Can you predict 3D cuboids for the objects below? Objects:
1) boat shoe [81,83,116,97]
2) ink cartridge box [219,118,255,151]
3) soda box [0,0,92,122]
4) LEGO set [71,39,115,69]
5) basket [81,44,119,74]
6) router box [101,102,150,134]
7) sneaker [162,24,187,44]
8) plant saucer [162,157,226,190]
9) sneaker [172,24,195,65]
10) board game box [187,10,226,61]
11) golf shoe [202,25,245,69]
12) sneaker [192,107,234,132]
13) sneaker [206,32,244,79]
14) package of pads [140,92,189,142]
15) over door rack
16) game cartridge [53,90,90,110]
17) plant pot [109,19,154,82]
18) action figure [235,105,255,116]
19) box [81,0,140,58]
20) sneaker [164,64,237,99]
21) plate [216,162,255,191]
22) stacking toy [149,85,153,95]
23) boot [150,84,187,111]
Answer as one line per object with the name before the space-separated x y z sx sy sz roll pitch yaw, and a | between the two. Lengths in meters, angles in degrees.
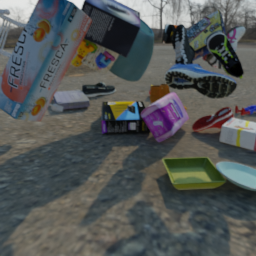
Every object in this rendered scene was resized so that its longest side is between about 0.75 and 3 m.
boat shoe | -1.556 -2.151 15.264 0.813 0.649 2.151 19 28 41
ink cartridge box | 3.841 0.206 9.050 1.433 0.598 1.040 15 26 34
soda box | -1.630 -1.272 5.265 0.732 2.301 0.787 31 7 17
LEGO set | -1.274 -2.176 8.422 1.923 0.789 0.733 29 27 -39
basket | -0.899 -3.033 9.996 1.236 2.003 1.358 33 14 2
router box | -0.146 -0.442 10.777 1.745 0.597 2.339 -2 21 -5
sneaker | 1.889 -3.581 10.695 0.883 0.686 1.963 15 27 14
plant saucer | 1.566 1.154 6.959 1.271 0.304 1.269 -1 21 -5
sneaker | 1.650 -2.300 8.180 0.629 1.391 0.462 -3 -3 -35
board game box | 2.604 -3.134 9.485 1.279 0.327 1.888 -22 37 32
golf shoe | 3.501 -2.796 9.810 0.838 1.820 0.661 45 -3 19
sneaker | 3.117 -0.063 10.037 1.488 0.860 0.583 -25 35 20
sneaker | 2.793 -1.989 7.778 1.612 0.578 0.667 39 18 -31
package of pads | 1.347 -0.438 9.803 0.762 1.213 2.014 -31 1 34
over door rack | -2.494 -1.704 7.733 0.894 1.983 2.684 12 -6 38
game cartridge | -2.790 -1.371 13.591 1.522 0.451 2.348 -3 20 -19
plant pot | 0.016 -3.525 11.577 2.709 1.825 2.709 28 37 -24
action figure | 5.676 -1.097 12.132 1.964 0.972 0.641 -4 21 -18
box | -0.557 -3.071 8.135 1.644 1.021 1.657 21 34 -14
sneaker | 2.006 -1.403 7.647 1.905 0.748 0.849 16 46 9
plate | 2.812 1.200 6.722 1.445 0.185 1.445 12 17 -4
stacking toy | 1.653 -1.689 14.662 1.117 0.521 1.234 22 19 -16
boot | 1.765 -1.309 12.248 1.674 1.198 0.589 5 22 13
